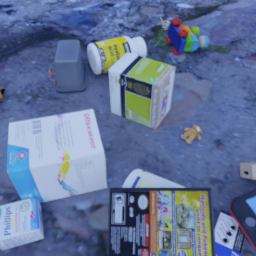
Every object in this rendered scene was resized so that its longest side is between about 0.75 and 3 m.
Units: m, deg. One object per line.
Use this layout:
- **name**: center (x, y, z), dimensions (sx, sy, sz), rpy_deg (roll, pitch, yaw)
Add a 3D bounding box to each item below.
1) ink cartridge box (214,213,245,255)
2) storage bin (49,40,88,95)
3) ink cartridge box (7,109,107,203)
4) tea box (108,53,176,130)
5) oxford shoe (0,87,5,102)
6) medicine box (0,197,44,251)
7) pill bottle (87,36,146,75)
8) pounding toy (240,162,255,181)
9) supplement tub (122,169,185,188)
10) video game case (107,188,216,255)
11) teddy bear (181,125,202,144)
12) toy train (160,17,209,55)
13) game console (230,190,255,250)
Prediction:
- **ink cartridge box**: center (2.454, 2.991, 7.043), dimensions (0.736, 0.346, 1.566), rpy_deg (20, 49, 19)
- **storage bin**: center (-2.563, -2.648, 11.796), dimensions (1.589, 1.466, 2.183), rpy_deg (-3, 45, -3)
- **ink cartridge box**: center (-1.976, 0.834, 8.142), dimensions (2.435, 1.778, 1.786), rpy_deg (-10, 46, -10)
- **tea box**: center (0.483, -1.324, 10.100), dimensions (1.969, 2.002, 1.337), rpy_deg (23, 51, 20)
- **oxford shoe**: center (-5.231, -1.084, 10.866), dimensions (0.634, 0.634, 1.778), rpy_deg (2, 44, -5)
- **medicine box**: center (-2.855, 2.500, 7.376), dimensions (1.086, 0.559, 0.989), rpy_deg (-12, 47, -12)
- **pill bottle**: center (-0.479, -3.312, 12.515), dimensions (2.444, 1.360, 1.360), rpy_deg (-19, 49, -18)
- **pounding toy**: center (4.013, 1.316, 8.538), dimensions (1.090, 0.958, 0.499), rpy_deg (0, 87, -8)
- **supplement tub**: center (0.865, 2.090, 7.093), dimensions (2.098, 1.521, 1.521), rpy_deg (20, 49, 18)
- **video game case**: center (0.682, 2.578, 6.003), dimensions (2.295, 0.324, 2.539), rpy_deg (-3, 74, 14)
- **teddy bear**: center (2.250, 0.202, 9.820), dimensions (0.874, 0.292, 0.634), rpy_deg (-19, 51, -18)
- **toy train**: center (2.800, -4.888, 14.123), dimensions (1.658, 1.213, 2.865), rpy_deg (-4, 50, -15)
- **game console**: center (3.997, 2.290, 6.853), dimensions (2.395, 0.372, 2.118), rpy_deg (-18, 39, -7)
